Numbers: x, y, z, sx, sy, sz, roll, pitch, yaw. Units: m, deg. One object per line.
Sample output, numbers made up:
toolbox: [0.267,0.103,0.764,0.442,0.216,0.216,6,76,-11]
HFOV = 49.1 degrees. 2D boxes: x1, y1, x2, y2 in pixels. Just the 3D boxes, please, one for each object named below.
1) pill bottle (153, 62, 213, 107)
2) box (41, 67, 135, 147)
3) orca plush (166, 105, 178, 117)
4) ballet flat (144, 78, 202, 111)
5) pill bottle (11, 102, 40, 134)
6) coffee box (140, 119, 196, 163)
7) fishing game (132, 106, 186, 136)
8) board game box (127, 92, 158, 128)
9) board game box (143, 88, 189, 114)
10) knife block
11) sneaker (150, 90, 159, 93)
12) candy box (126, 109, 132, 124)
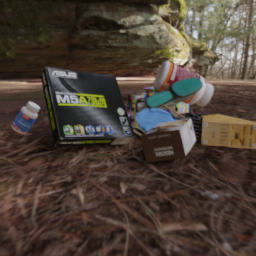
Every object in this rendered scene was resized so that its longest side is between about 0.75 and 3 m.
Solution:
pill bottle: [2.329,-1.776,11.798,2.309,1.304,1.304,21,10,-9]
box: [-1.173,-0.610,8.288,2.414,2.332,0.574,1,-28,-35]
orca plush: [1.980,-1.017,12.748,0.581,1.105,0.393,-30,21,53]
ballet flat: [1.721,-1.206,10.900,2.454,0.827,0.782,-24,-27,-7]
pill bottle: [-3.433,-0.348,9.445,0.575,1.024,0.575,33,10,-7]
coffee box: [1.118,0.288,7.475,1.029,0.717,1.799,-11,6,23]
fishing game: [1.000,-0.122,9.514,1.681,0.365,2.348,32,39,23]
board game box: [0.629,-0.752,11.283,0.439,1.280,1.549,11,17,40]
board game box: [1.913,-1.446,14.528,1.160,1.181,2.252,-10,16,-38]
knife block: [3.021,-0.019,9.225,2.354,0.753,2.067,4,14,16]
sneaker: [0.847,-1.126,13.033,2.015,0.786,0.858,-34,16,-13]
candy box: [-0.726,-0.553,10.100,1.141,0.510,1.673,-25,42,-13]
